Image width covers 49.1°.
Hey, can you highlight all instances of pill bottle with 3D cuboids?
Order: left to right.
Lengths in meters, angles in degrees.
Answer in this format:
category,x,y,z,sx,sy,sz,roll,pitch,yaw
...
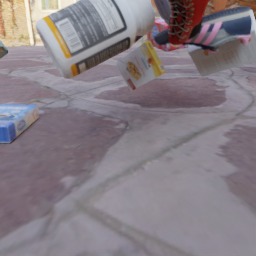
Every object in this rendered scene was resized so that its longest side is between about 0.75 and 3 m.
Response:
category,x,y,z,sx,sy,sz,roll,pitch,yaw
pill bottle,-0.644,-2.056,5.862,2.217,1.290,1.290,-30,28,-11

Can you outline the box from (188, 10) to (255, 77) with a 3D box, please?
category,x,y,z,sx,sy,sz,roll,pitch,yaw
box,3.116,-2.649,9.018,2.001,1.245,0.976,-12,53,31

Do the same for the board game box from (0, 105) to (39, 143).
category,x,y,z,sx,sy,sz,roll,pitch,yaw
board game box,-4.016,-0.198,8.064,2.189,0.475,2.178,1,19,2

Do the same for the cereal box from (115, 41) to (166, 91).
category,x,y,z,sx,sy,sz,roll,pitch,yaw
cereal box,0.321,-1.688,7.810,1.323,0.952,0.261,-22,10,48

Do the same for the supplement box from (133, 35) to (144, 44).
category,x,y,z,sx,sy,sz,roll,pitch,yaw
supplement box,-0.071,-3.692,9.001,0.766,1.788,0.987,-41,67,-12

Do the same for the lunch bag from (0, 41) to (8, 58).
category,x,y,z,sx,sy,sz,roll,pitch,yaw
lunch bag,-2.724,-1.452,5.113,0.767,0.653,0.468,-40,4,-2

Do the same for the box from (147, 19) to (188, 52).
category,x,y,z,sx,sy,sz,roll,pitch,yaw
box,1.441,-3.461,10.244,0.975,0.933,1.955,-15,27,-10

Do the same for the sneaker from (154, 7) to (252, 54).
category,x,y,z,sx,sy,sz,roll,pitch,yaw
sneaker,2.099,-2.563,8.029,2.703,1.109,0.948,-7,29,24

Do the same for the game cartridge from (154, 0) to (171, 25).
category,x,y,z,sx,sy,sz,roll,pitch,yaw
game cartridge,0.917,-3.046,6.818,0.288,1.421,0.947,-34,49,7

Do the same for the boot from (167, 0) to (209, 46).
category,x,y,z,sx,sy,sz,roll,pitch,yaw
boot,1.029,-2.354,5.426,0.971,1.935,2.682,33,40,16
